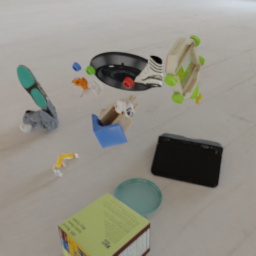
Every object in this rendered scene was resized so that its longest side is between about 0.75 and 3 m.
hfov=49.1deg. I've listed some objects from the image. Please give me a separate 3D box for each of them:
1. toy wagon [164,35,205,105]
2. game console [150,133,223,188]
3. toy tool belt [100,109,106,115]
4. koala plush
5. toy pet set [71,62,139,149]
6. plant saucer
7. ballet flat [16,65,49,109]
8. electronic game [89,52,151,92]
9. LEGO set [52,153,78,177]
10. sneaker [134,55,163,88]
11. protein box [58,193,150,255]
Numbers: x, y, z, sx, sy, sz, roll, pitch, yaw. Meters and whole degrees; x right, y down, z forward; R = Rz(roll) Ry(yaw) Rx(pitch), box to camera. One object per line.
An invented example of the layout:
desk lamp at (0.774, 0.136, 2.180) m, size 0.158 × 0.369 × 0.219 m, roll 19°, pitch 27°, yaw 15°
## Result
toy wagon at (2.212, -1.951, 10.585) m, size 0.558 × 2.820 × 2.188 m, roll 16°, pitch 63°, yaw 35°
game console at (2.323, 1.160, 10.969) m, size 2.459 × 1.431 × 2.163 m, roll 11°, pitch 7°, yaw 14°
toy tool belt at (-0.668, -0.507, 10.411) m, size 0.772 × 0.482 × 0.474 m, roll -1°, pitch 12°, yaw -5°
koala plush at (-4.064, -0.403, 12.517) m, size 1.557 × 1.431 × 1.381 m, roll -12°, pitch 45°, yaw 20°
toy pet set at (-0.891, -0.554, 8.669) m, size 2.418 × 2.258 × 1.284 m, roll 22°, pitch 60°, yaw 35°
plant saucer at (0.330, 2.328, 9.352) m, size 1.610 × 0.221 × 1.610 m, roll -1°, pitch 36°, yaw 0°
ballet flat at (-2.317, -1.005, 6.842) m, size 0.412 × 1.145 × 0.412 m, roll -27°, pitch 14°, yaw 7°
electronic game at (-0.097, -2.184, 11.125) m, size 2.912 × 2.912 × 0.606 m, roll 8°, pitch 75°, yaw 11°
LEGO set at (-2.483, 1.328, 10.694) m, size 0.606 × 0.491 × 1.318 m, roll 41°, pitch 37°, yaw -3°
sneaker at (0.634, -1.559, 7.750) m, size 0.536 × 0.818 × 1.421 m, roll 10°, pitch 5°, yaw -20°
protein box at (-0.601, 2.951, 7.427) m, size 1.703 × 1.157 × 1.715 m, roll 23°, pitch 37°, yaw 39°
